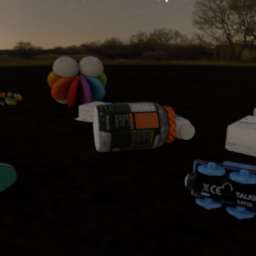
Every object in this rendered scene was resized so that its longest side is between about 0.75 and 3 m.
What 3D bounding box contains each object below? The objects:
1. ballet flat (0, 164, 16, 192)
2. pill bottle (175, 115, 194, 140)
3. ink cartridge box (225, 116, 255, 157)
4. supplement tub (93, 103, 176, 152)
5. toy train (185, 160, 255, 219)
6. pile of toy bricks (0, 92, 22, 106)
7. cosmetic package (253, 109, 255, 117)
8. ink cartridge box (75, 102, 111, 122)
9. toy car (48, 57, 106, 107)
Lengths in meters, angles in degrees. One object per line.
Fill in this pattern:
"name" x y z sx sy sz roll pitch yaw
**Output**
"ballet flat" -3.155 1.143 5.320 0.705 0.685 1.981 8 22 34
"pill bottle" 1.669 -0.019 9.244 0.667 0.667 1.202 -5 17 -18
"ink cartridge box" 3.852 0.221 8.292 1.279 0.723 1.746 14 21 39
"supplement tub" 0.157 -0.038 8.057 2.225 1.363 1.363 -2 16 -12
"toy train" 2.139 1.097 5.129 2.078 0.901 1.187 7 8 29
"pile of toy bricks" -6.093 -1.382 14.304 1.296 0.719 0.640 5 35 -52
"cosmetic package" 5.208 -0.365 10.470 0.643 0.642 0.779 -6 18 -21
"ink cartridge box" -1.454 -0.705 11.856 0.902 0.532 1.567 9 18 28
"toy car" -2.432 -2.023 13.948 2.932 2.566 2.199 -5 51 -18
